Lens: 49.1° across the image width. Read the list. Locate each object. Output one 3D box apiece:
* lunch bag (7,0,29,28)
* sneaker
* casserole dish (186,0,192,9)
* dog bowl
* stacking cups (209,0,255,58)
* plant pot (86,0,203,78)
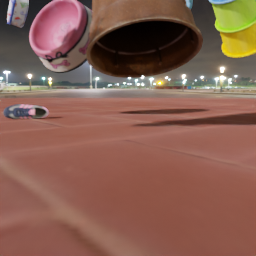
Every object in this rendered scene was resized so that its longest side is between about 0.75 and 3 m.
[{"bbox_3d":[-3.353,-3.916,8.598,0.549,1.453,1.165,7,-38,-28],"label":"lunch bag"},{"bbox_3d":[-3.498,-0.570,9.698,1.482,0.520,0.608,-5,6,-28],"label":"sneaker"},{"bbox_3d":[2.126,-4.772,10.379,0.184,0.948,0.574,-21,-34,-6],"label":"casserole dish"},{"bbox_3d":[-2.383,-3.445,10.148,2.736,2.736,1.009,4,-16,27],"label":"dog bowl"},{"bbox_3d":[1.337,-2.144,3.861,0.741,0.741,2.449,7,-34,42],"label":"stacking cups"},{"bbox_3d":[0.236,-3.034,6.901,2.728,2.701,2.728,-6,-12,-1],"label":"plant pot"}]
